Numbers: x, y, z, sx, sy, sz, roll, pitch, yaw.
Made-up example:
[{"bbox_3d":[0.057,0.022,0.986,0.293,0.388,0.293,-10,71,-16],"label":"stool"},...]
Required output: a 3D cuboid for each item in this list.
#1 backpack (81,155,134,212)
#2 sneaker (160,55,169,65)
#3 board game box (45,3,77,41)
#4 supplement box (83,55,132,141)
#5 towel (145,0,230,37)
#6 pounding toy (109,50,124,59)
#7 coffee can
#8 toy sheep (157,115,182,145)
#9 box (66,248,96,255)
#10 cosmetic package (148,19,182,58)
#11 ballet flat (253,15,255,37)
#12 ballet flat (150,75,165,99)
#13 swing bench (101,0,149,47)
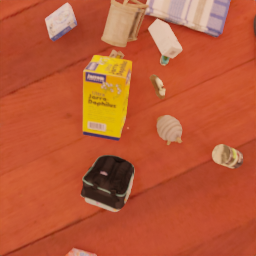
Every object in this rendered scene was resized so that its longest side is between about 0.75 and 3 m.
[{"bbox_3d":[-0.539,1.567,8.210,1.355,1.541,1.182,16,130,7],"label":"backpack"},{"bbox_3d":[1.242,-2.405,8.862,0.327,0.336,0.844,11,88,0],"label":"sneaker"},{"bbox_3d":[-2.039,-3.209,8.481,0.905,0.196,0.901,-28,62,15],"label":"board game box"},{"bbox_3d":[-0.597,-0.818,7.874,1.113,1.106,2.033,10,127,3],"label":"supplement box"},{"bbox_3d":[1.925,-4.050,8.870,2.556,0.304,1.877,17,81,-1],"label":"towel"},{"bbox_3d":[-0.546,-1.982,8.565,0.511,0.891,0.510,7,51,-28],"label":"pounding toy"},{"bbox_3d":[2.940,0.851,8.255,0.793,0.580,0.580,20,88,-40],"label":"coffee can"},{"bbox_3d":[1.240,0.055,8.339,0.779,0.779,1.130,-41,56,-1],"label":"toy sheep"},{"bbox_3d":[-1.573,4.621,8.330,0.785,0.850,1.657,9,87,12],"label":"box"},{"bbox_3d":[1.020,-2.444,7.698,0.396,0.551,0.976,-37,69,36],"label":"cosmetic package"},{"bbox_3d":[4.342,-2.813,8.729,0.666,0.666,1.822,-4,88,0],"label":"ballet flat"},{"bbox_3d":[0.960,-1.239,8.506,0.294,0.313,0.866,-39,115,-26],"label":"ballet flat"},{"bbox_3d":[-0.094,-3.043,8.053,0.740,1.141,1.135,29,130,8],"label":"swing bench"}]
